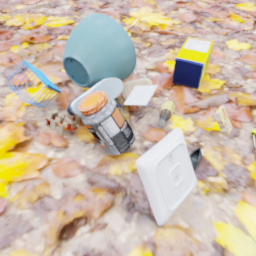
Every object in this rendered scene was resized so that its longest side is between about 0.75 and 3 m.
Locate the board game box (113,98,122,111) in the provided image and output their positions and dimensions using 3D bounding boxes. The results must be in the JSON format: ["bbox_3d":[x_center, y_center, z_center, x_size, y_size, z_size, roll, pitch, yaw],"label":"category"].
[{"bbox_3d":[-1.036,-1.019,11.762,1.230,0.253,1.227,-15,46,-15],"label":"board game box"}]

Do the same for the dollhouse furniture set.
[{"bbox_3d":[-2.495,-0.183,10.575,1.245,0.648,1.258,25,27,20],"label":"dollhouse furniture set"}]

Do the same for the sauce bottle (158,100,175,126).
[{"bbox_3d":[1.486,-0.590,10.987,0.481,0.481,1.487,14,37,14],"label":"sauce bottle"}]

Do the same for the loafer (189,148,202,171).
[{"bbox_3d":[2.065,1.178,9.296,0.468,0.484,1.379,25,49,24],"label":"loafer"}]

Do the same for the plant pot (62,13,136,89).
[{"bbox_3d":[-1.368,-2.611,10.739,2.836,2.836,1.910,25,53,24],"label":"plant pot"}]

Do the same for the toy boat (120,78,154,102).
[{"bbox_3d":[0.370,-1.437,11.214,1.342,0.877,0.876,-10,83,4],"label":"toy boat"}]

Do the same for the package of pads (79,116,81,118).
[{"bbox_3d":[-1.720,-0.655,10.886,0.636,0.281,0.824,-12,46,-45],"label":"package of pads"}]

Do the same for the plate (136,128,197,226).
[{"bbox_3d":[1.140,1.211,7.182,0.307,1.901,1.897,-2,25,47],"label":"plate"}]

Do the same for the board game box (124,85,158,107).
[{"bbox_3d":[0.423,-1.030,9.087,0.896,0.116,0.896,5,53,39],"label":"board game box"}]

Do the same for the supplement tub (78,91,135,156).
[{"bbox_3d":[-0.710,-0.149,9.372,1.258,2.053,1.258,-21,35,16],"label":"supplement tub"}]

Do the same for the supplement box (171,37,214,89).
[{"bbox_3d":[3.052,-3.092,13.177,1.287,1.294,2.364,18,47,16],"label":"supplement box"}]

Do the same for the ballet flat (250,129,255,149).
[{"bbox_3d":[4.840,0.713,9.778,0.666,0.664,1.986,-18,40,12],"label":"ballet flat"}]

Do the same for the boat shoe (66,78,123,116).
[{"bbox_3d":[-1.263,-1.153,10.268,2.208,0.781,1.002,-33,16,-24],"label":"boat shoe"}]

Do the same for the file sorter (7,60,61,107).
[{"bbox_3d":[-3.629,-1.594,10.883,1.110,1.809,1.255,-44,88,1],"label":"file sorter"}]

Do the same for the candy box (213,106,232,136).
[{"bbox_3d":[3.360,-0.249,9.916,0.253,0.914,0.528,-13,19,43],"label":"candy box"}]
